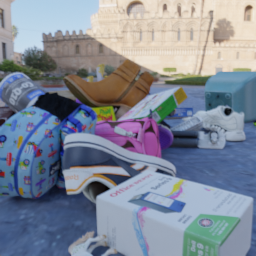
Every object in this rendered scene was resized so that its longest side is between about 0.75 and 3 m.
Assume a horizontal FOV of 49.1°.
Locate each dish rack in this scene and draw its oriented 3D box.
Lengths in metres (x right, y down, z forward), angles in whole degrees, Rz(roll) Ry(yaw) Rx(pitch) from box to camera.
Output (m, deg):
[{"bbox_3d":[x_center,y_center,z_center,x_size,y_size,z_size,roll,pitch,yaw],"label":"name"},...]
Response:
[{"bbox_3d":[2.068,0.073,10.370,1.477,0.321,1.267,-27,9,10],"label":"dish rack"}]

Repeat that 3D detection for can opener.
[{"bbox_3d":[2.170,0.430,9.497,2.206,0.581,0.733,2,-19,6],"label":"can opener"}]

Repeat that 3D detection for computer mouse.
[{"bbox_3d":[1.012,-0.198,9.552,1.645,0.539,2.343,-41,-18,25],"label":"computer mouse"}]

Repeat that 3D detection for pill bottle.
[{"bbox_3d":[-2.798,-0.723,8.133,1.844,1.049,1.049,36,26,21],"label":"pill bottle"}]

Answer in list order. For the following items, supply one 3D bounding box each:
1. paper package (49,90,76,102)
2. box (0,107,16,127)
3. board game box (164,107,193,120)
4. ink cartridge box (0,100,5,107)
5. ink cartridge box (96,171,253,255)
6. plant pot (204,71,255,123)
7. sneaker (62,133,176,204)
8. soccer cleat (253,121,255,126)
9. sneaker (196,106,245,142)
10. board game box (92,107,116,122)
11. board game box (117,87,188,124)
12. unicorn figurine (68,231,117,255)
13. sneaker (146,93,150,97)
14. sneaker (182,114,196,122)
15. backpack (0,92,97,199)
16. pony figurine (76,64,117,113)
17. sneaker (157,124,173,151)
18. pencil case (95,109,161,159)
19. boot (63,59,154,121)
[{"bbox_3d":[-2.391,-0.549,10.911,0.938,1.729,1.814,31,28,30],"label":"paper package"},{"bbox_3d":[-3.842,0.168,8.429,1.011,1.351,2.699,-4,13,-14],"label":"box"},{"bbox_3d":[1.316,-0.563,11.669,2.306,0.397,1.561,-2,-3,-11],"label":"board game box"},{"bbox_3d":[-5.562,-0.725,9.402,1.780,1.734,2.770,18,-9,0],"label":"ink cartridge box"},{"bbox_3d":[0.632,1.320,3.966,1.820,0.796,1.323,8,14,38],"label":"ink cartridge box"},{"bbox_3d":[5.212,-1.479,14.461,2.465,2.458,2.511,10,25,42],"label":"plant pot"},{"bbox_3d":[-0.102,0.995,5.357,2.701,1.072,1.059,22,-28,-38],"label":"sneaker"},{"bbox_3d":[6.206,-0.276,13.363,0.437,0.364,1.079,-9,7,24],"label":"soccer cleat"},{"bbox_3d":[3.684,-0.382,11.266,1.071,1.155,2.849,-5,17,-17],"label":"sneaker"},{"bbox_3d":[-1.661,-0.044,9.258,1.264,0.593,2.489,-10,-6,-42],"label":"board game box"},{"bbox_3d":[0.640,-0.522,8.174,1.435,0.378,1.875,-40,14,-20],"label":"board game box"},{"bbox_3d":[-0.488,1.671,3.493,0.695,0.374,1.012,-16,2,-24],"label":"unicorn figurine"},{"bbox_3d":[0.780,-1.056,13.968,1.144,1.265,2.970,-2,27,-8],"label":"sneaker"},{"bbox_3d":[3.260,-0.423,13.606,1.258,0.502,0.818,13,6,14],"label":"sneaker"},{"bbox_3d":[-1.703,0.482,5.675,1.418,1.924,2.107,19,29,10],"label":"backpack"},{"bbox_3d":[-1.268,-0.909,10.147,2.089,2.164,1.802,-22,-13,15],"label":"pony figurine"},{"bbox_3d":[0.135,0.487,8.198,2.401,0.966,1.061,-4,17,2],"label":"sneaker"},{"bbox_3d":[-0.685,0.320,7.006,2.933,1.331,1.374,-5,-7,25],"label":"pencil case"},{"bbox_3d":[-0.519,-1.465,9.105,2.689,2.088,1.031,33,-12,-12],"label":"boot"}]
